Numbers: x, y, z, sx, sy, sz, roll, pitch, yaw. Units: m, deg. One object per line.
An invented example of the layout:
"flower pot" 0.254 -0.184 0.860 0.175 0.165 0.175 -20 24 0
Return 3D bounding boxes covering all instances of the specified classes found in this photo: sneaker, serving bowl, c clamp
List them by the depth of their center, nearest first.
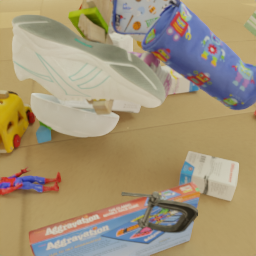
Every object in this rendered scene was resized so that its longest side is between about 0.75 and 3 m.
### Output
"sneaker" -0.466 -0.637 3.333 1.870 0.749 0.658 23 35 -4
"c clamp" 0.428 1.220 3.994 1.048 1.227 0.166 5 50 3
"sneaker" 0.434 -1.271 7.002 0.922 2.085 0.838 23 82 29
"serving bowl" -1.582 -0.284 8.081 2.532 0.833 2.532 16 6 -2

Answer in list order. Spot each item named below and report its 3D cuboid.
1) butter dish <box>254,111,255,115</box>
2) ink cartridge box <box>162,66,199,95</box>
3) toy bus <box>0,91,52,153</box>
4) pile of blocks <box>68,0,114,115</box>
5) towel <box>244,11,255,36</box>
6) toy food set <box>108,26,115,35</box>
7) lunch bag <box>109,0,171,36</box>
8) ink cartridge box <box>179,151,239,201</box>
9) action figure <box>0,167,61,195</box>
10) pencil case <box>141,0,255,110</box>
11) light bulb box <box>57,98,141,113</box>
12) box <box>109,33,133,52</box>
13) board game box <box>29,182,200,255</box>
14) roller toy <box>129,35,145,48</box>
"butter dish" 5.090 -0.770 9.163 1.364 1.008 1.360 28 42 36
"ink cartridge box" 1.632 -1.916 11.102 2.076 0.698 1.206 -8 36 -8
"toy bus" -3.720 -0.424 8.325 2.474 1.355 2.622 -27 42 -35
"pile of blocks" -0.882 -1.632 5.930 0.847 2.726 1.119 -2 2 21
"towel" 4.202 -3.406 8.717 0.119 1.014 0.773 0 49 -38
"toy food set" -0.929 -3.932 10.782 1.318 0.629 0.593 -21 -11 36
"lunch bag" 0.337 -3.228 7.299 1.879 1.506 0.710 -7 39 -22
"ink cartridge box" 1.941 1.129 6.723 1.230 0.518 0.898 13 36 19
"action figure" -2.517 1.281 6.627 1.737 0.449 0.568 -4 36 -1
"pencil case" 1.640 -1.497 5.995 2.828 1.104 1.228 29 70 -21
"light bulb box" -1.115 -1.814 9.402 2.665 1.678 2.689 3 25 -29
"box" -0.770 -3.206 12.239 1.665 1.674 1.094 18 38 26
"board game box" -0.119 1.856 4.791 2.785 1.434 0.271 -12 37 -18
"roller toy" 0.650 -3.976 9.443 2.024 2.219 1.551 -42 20 14
